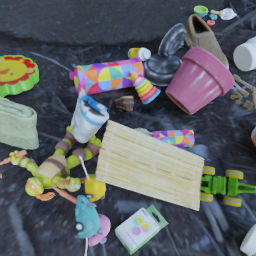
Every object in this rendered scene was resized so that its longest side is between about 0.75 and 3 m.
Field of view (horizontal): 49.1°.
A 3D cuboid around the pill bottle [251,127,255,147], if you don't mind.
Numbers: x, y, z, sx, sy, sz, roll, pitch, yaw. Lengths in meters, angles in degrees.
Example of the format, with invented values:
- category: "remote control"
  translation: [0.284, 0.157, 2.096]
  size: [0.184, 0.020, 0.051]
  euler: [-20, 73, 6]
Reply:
- category: "pill bottle"
  translation: [4.073, 0.846, 6.856]
  size: [1.223, 1.223, 2.232]
  euler: [-8, 53, -6]

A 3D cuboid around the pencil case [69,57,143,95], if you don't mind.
- category: "pencil case"
  translation: [-0.644, -1.654, 8.846]
  size: [2.256, 0.997, 0.997]
  euler: [-10, 53, -17]

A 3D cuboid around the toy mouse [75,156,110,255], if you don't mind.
- category: "toy mouse"
  translation: [-0.651, 1.829, 5.572]
  size: [0.381, 1.968, 1.749]
  euler: [-6, 44, 8]

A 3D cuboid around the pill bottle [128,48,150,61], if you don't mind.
- category: "pill bottle"
  translation: [0.403, -2.579, 9.815]
  size: [0.439, 0.439, 0.803]
  euler: [-40, 34, -26]

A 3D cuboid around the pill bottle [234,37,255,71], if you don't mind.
- category: "pill bottle"
  translation: [4.695, -2.666, 9.673]
  size: [1.878, 1.065, 1.065]
  euler: [-22, 56, -15]

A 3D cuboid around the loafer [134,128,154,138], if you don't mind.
- category: "loafer"
  translation: [0.356, 0.196, 7.040]
  size: [0.383, 1.122, 0.424]
  euler: [37, 90, 16]

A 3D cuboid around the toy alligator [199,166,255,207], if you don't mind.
- category: "toy alligator"
  translation: [1.831, 1.355, 6.881]
  size: [2.457, 0.590, 0.814]
  euler: [7, 80, 16]

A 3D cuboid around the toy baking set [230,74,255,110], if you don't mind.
- category: "toy baking set"
  translation: [3.440, -1.031, 8.395]
  size: [0.137, 1.178, 0.904]
  euler: [-42, 41, -23]

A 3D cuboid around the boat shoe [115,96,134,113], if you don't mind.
- category: "boat shoe"
  translation: [-0.124, -0.664, 8.203]
  size: [0.452, 1.283, 0.451]
  euler: [-7, 93, -8]

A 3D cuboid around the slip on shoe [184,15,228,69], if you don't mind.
- category: "slip on shoe"
  translation: [2.788, -3.058, 10.117]
  size: [1.048, 0.835, 2.756]
  euler: [-9, 53, -7]

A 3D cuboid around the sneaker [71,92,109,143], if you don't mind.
- category: "sneaker"
  translation: [-1.147, -0.276, 7.490]
  size: [0.908, 1.050, 2.423]
  euler: [29, 11, -11]

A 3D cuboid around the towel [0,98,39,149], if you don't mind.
- category: "towel"
  translation: [-3.325, -0.171, 6.975]
  size: [2.188, 1.623, 0.399]
  euler: [16, 51, -2]

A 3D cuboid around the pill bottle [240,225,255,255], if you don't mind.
- category: "pill bottle"
  translation: [3.098, 2.679, 5.733]
  size: [1.382, 0.757, 0.757]
  euler: [32, 59, 22]

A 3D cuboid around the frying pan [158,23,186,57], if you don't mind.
- category: "frying pan"
  translation: [1.598, -2.794, 9.688]
  size: [0.331, 2.036, 1.232]
  euler: [43, 93, 19]

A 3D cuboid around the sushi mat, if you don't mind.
- category: "sushi mat"
  translation: [0.563, 0.840, 6.000]
  size: [2.623, 0.159, 1.255]
  euler: [22, 69, -22]

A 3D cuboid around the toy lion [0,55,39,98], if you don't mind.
- category: "toy lion"
  translation: [-4.420, -1.663, 9.140]
  size: [2.659, 0.913, 2.549]
  euler: [17, 47, 13]

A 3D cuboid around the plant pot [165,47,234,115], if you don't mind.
- category: "plant pot"
  translation: [1.977, -1.268, 8.243]
  size: [1.474, 1.646, 1.646]
  euler: [-48, 62, 4]

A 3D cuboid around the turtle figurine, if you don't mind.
- category: "turtle figurine"
  translation: [-1.634, 0.984, 6.874]
  size: [2.828, 0.911, 2.281]
  euler: [13, 39, 29]

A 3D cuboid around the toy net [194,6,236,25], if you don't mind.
- category: "toy net"
  translation: [3.710, -4.739, 11.724]
  size: [1.857, 0.359, 0.974]
  euler: [-7, 53, -5]

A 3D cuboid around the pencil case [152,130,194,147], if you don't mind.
- category: "pencil case"
  translation: [1.243, 0.322, 7.720]
  size: [1.199, 0.530, 0.530]
  euler: [-1, 52, 0]

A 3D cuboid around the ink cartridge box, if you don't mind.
- category: "ink cartridge box"
  translation: [0.320, 2.234, 6.350]
  size: [1.126, 0.334, 0.585]
  euler: [-31, 59, -22]

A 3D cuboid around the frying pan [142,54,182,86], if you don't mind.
- category: "frying pan"
  translation: [1.601, -1.806, 9.473]
  size: [2.670, 0.435, 1.615]
  euler: [35, 60, 28]

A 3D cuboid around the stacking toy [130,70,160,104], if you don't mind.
- category: "stacking toy"
  translation: [0.408, -1.311, 8.510]
  size: [0.598, 1.089, 0.632]
  euler: [-42, 17, -4]
